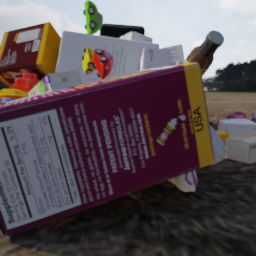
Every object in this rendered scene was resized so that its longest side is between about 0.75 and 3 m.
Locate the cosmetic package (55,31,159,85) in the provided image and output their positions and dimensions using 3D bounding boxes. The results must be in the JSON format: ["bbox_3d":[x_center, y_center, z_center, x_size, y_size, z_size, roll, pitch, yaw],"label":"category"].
[{"bbox_3d":[-0.626,-1.466,9.072,2.882,2.376,2.378,10,3,3],"label":"cosmetic package"}]

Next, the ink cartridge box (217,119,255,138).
[{"bbox_3d":[3.286,0.047,8.512,0.939,0.545,1.272,2,10,8],"label":"ink cartridge box"}]

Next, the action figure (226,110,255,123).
[{"bbox_3d":[3.927,-0.058,9.591,0.903,1.003,1.347,-26,28,3],"label":"action figure"}]

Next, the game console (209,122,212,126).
[{"bbox_3d":[1.664,-0.195,8.716,1.466,0.228,1.297,3,7,-33],"label":"game console"}]

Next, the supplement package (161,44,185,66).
[{"bbox_3d":[1.324,-1.680,7.968,0.622,1.135,0.646,-10,-13,10],"label":"supplement package"}]

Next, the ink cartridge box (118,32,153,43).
[{"bbox_3d":[0.195,-2.802,9.411,0.798,0.461,1.093,9,2,-27],"label":"ink cartridge box"}]

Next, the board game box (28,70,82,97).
[{"bbox_3d":[-1.705,-0.733,6.624,0.763,0.749,1.454,-18,1,-36],"label":"board game box"}]

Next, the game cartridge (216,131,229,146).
[{"bbox_3d":[1.007,0.247,7.563,2.311,0.425,2.621,-5,10,-32],"label":"game cartridge"}]

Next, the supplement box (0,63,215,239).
[{"bbox_3d":[-0.465,0.076,3.766,2.599,1.341,1.702,-16,13,-16],"label":"supplement box"}]

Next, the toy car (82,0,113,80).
[{"bbox_3d":[-0.611,-1.685,5.363,0.331,1.397,1.484,-9,17,-21],"label":"toy car"}]

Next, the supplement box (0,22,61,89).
[{"bbox_3d":[-3.196,-2.298,9.291,1.758,1.734,1.168,-6,-27,16],"label":"supplement box"}]

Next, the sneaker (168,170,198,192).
[{"bbox_3d":[0.681,0.706,4.504,0.749,0.563,1.503,-14,3,6],"label":"sneaker"}]

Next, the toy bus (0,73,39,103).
[{"bbox_3d":[-3.146,-0.624,8.255,1.400,1.981,2.064,4,11,17],"label":"toy bus"}]

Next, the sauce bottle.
[{"bbox_3d":[2.383,-2.233,9.830,0.901,0.901,2.786,-2,-24,-14],"label":"sauce bottle"}]

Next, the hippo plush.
[{"bbox_3d":[0.725,0.218,5.326,1.673,1.657,2.081,-29,-19,6],"label":"hippo plush"}]

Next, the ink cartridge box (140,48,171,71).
[{"bbox_3d":[0.625,-1.274,7.025,0.648,1.125,1.541,3,3,0],"label":"ink cartridge box"}]

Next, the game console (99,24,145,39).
[{"bbox_3d":[-0.230,-3.401,10.666,1.670,1.469,0.972,3,-3,-1],"label":"game console"}]

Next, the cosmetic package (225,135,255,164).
[{"bbox_3d":[2.802,0.436,6.193,1.248,0.444,0.656,-5,10,-32],"label":"cosmetic package"}]
